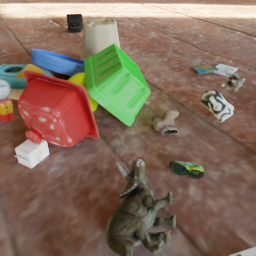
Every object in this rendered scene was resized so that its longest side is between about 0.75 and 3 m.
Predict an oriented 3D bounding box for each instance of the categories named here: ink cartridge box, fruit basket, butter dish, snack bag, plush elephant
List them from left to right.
[{"bbox_3d":[-2.549,0.651,7.360,0.487,0.475,0.758,18,39,24],"label":"ink cartridge box"},{"bbox_3d":[-2.088,-0.224,7.477,2.104,2.098,1.555,18,53,23],"label":"butter dish"},{"bbox_3d":[-0.935,-1.201,9.247,2.918,2.105,2.918,-34,35,28],"label":"fruit basket"},{"bbox_3d":[4.186,-2.531,12.214,0.880,0.100,0.934,25,44,31],"label":"snack bag"},{"bbox_3d":[3.811,-1.627,10.015,0.750,0.618,0.581,21,14,-9],"label":"plush elephant"}]

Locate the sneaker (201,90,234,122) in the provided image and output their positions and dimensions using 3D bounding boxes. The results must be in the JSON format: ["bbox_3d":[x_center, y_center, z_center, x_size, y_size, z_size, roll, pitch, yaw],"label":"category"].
[{"bbox_3d":[2.712,-0.784,8.618,0.982,0.602,1.509,53,27,0],"label":"sneaker"}]

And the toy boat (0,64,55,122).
[{"bbox_3d":[-3.832,-1.499,9.655,2.447,1.353,2.911,2,35,2],"label":"toy boat"}]

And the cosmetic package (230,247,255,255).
[{"bbox_3d":[2.102,2.560,4.841,1.017,0.263,0.767,-11,39,-15],"label":"cosmetic package"}]

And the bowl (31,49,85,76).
[{"bbox_3d":[-2.504,-2.505,11.014,2.592,0.509,2.592,15,14,-4],"label":"bowl"}]

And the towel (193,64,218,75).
[{"bbox_3d":[3.363,-2.546,12.173,0.912,0.099,0.669,-11,36,-7],"label":"towel"}]

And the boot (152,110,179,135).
[{"bbox_3d":[1.274,-0.130,8.626,1.096,0.385,0.802,-16,45,-20],"label":"boot"}]

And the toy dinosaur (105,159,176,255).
[{"bbox_3d":[0.147,1.849,5.479,1.345,1.013,2.631,-1,40,23],"label":"toy dinosaur"}]

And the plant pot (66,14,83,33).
[{"bbox_3d":[-3.205,-6.237,16.877,0.935,0.937,0.831,-4,48,-6],"label":"plant pot"}]

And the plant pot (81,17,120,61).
[{"bbox_3d":[-1.212,-3.727,12.341,2.094,1.917,2.094,0,35,0],"label":"plant pot"}]

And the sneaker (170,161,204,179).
[{"bbox_3d":[1.467,1.009,7.044,0.866,0.338,0.369,16,30,7],"label":"sneaker"}]
